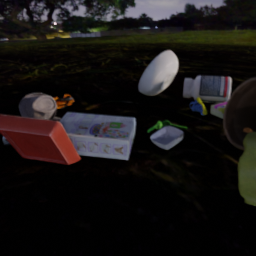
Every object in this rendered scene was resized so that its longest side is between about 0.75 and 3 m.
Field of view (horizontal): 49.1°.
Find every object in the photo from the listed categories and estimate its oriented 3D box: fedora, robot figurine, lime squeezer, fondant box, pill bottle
[{"bbox_3d":[-3.617,-0.869,11.630,1.558,1.378,0.704,-10,-8,-40],"label":"fedora"},{"bbox_3d":[-3.429,-1.245,13.778,1.535,0.447,1.113,-16,-10,-20],"label":"robot figurine"},{"bbox_3d":[1.456,-0.021,11.543,1.912,0.361,0.675,-4,44,-27],"label":"lime squeezer"},{"bbox_3d":[-1.186,0.228,10.048,2.707,0.788,1.953,4,25,6],"label":"fondant box"},{"bbox_3d":[4.239,-2.097,15.147,2.381,1.424,1.424,6,23,14],"label":"pill bottle"}]

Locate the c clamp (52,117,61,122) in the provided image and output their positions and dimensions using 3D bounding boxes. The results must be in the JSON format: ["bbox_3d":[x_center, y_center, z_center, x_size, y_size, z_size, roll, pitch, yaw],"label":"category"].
[{"bbox_3d":[-3.293,-0.275,11.962,2.702,0.366,2.309,17,29,30],"label":"c clamp"}]

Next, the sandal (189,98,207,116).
[{"bbox_3d":[3.404,-0.952,13.653,0.628,0.574,1.443,-25,24,9],"label":"sandal"}]

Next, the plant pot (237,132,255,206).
[{"bbox_3d":[4.008,1.040,6.353,2.521,2.742,2.742,2,19,37],"label":"plant pot"}]

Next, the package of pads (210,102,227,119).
[{"bbox_3d":[4.813,-0.747,13.040,1.189,0.525,1.539,-13,26,-26],"label":"package of pads"}]

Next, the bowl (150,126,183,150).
[{"bbox_3d":[1.419,0.396,10.161,0.996,0.372,0.998,-32,33,-22],"label":"bowl"}]

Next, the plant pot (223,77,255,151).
[{"bbox_3d":[5.053,-0.309,9.876,2.225,2.552,2.552,11,17,-24],"label":"plant pot"}]

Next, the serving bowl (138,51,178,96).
[{"bbox_3d":[1.898,-2.907,15.896,0.947,2.880,2.880,42,38,18],"label":"serving bowl"}]

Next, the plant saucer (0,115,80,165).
[{"bbox_3d":[-2.756,0.466,8.508,2.147,2.142,0.394,6,56,13],"label":"plant saucer"}]

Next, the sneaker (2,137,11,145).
[{"bbox_3d":[-3.939,0.432,9.933,0.936,0.621,1.645,-5,15,-23],"label":"sneaker"}]
